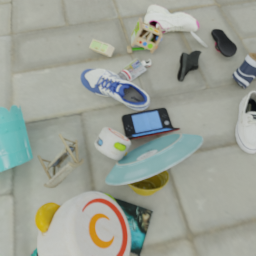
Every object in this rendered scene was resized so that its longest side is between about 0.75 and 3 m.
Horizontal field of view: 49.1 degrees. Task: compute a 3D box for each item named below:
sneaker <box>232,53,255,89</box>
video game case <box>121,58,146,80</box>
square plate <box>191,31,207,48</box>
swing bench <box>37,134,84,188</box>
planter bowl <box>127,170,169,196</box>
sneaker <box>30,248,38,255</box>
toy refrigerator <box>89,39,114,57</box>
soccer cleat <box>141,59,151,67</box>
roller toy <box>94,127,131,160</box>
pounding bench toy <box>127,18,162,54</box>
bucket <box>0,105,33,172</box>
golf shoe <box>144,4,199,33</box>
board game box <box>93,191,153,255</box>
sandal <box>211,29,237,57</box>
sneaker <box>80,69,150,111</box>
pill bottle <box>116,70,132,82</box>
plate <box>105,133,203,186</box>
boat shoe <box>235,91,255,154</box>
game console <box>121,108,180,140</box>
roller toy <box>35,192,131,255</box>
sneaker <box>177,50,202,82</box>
[{"bbox_3d":[4.890,-2.151,10.764,2.287,1.241,0.802,-5,49,-40],"label":"sneaker"},{"bbox_3d":[0.221,-2.291,11.021,0.781,0.086,0.711,-36,64,2],"label":"video game case"},{"bbox_3d":[2.935,-3.658,11.628,0.109,0.765,0.758,-46,66,20],"label":"square plate"},{"bbox_3d":[-1.960,1.015,8.235,1.140,0.744,1.146,-40,53,18],"label":"swing bench"},{"bbox_3d":[0.497,1.611,8.340,1.377,0.574,1.377,3,28,-2],"label":"planter bowl"},{"bbox_3d":[-2.001,3.751,7.050,1.055,0.731,1.748,-25,60,-15],"label":"sneaker"},{"bbox_3d":[-1.084,-3.235,11.312,1.067,0.373,0.405,30,96,37],"label":"toy refrigerator"},{"bbox_3d":[0.557,-2.527,11.165,0.782,0.333,0.268,-16,59,-10],"label":"soccer cleat"},{"bbox_3d":[-0.452,0.473,7.941,0.903,0.990,0.692,33,96,12],"label":"roller toy"},{"bbox_3d":[0.668,-3.515,11.416,1.066,1.367,0.849,17,44,-19],"label":"pounding bench toy"},{"bbox_3d":[-4.032,0.475,7.962,2.510,2.510,1.633,-18,94,-11],"label":"bucket"},{"bbox_3d":[1.831,-4.481,12.172,2.433,0.916,1.113,22,75,16],"label":"golf shoe"},{"bbox_3d":[-0.357,2.678,7.989,1.882,0.265,1.273,16,60,9],"label":"board game box"},{"bbox_3d":[3.969,-3.482,11.750,0.765,0.459,2.038,2,45,-6],"label":"sandal"},{"bbox_3d":[-0.405,-1.428,9.599,2.600,1.146,0.979,22,88,-3],"label":"sneaker"},{"bbox_3d":[-0.374,-1.719,10.537,0.987,0.546,0.546,-40,66,-22],"label":"pill bottle"},{"bbox_3d":[0.636,0.723,7.808,2.943,2.943,0.376,-25,96,-15],"label":"plate"},{"bbox_3d":[4.201,-0.251,9.510,0.819,0.748,2.275,15,59,9],"label":"boat shoe"},{"bbox_3d":[0.688,-0.178,9.314,1.670,0.991,1.439,-10,61,-6],"label":"game console"},{"bbox_3d":[-1.072,2.635,6.652,2.127,1.486,1.940,11,55,-48],"label":"roller toy"},{"bbox_3d":[2.393,-2.389,10.847,0.799,0.460,1.533,15,68,-12],"label":"sneaker"}]
